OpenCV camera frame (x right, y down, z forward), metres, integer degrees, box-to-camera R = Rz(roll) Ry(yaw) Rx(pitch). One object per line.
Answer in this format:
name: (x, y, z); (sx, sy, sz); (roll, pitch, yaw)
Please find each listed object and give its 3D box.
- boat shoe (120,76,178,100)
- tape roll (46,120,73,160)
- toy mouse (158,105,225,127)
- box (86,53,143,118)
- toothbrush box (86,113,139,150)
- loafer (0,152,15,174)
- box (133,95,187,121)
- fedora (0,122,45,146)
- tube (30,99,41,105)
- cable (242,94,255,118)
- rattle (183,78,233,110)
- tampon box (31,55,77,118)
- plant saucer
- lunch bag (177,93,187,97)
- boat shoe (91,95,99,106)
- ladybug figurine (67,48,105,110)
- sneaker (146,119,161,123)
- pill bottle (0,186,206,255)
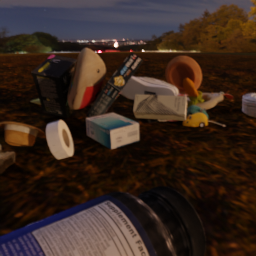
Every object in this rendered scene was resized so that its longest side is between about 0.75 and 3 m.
boat shoe: (0.803, -1.706, 12.329); (2.828, 1.040, 0.924); (20, 32, 14)
tape roll: (-1.999, 0.356, 8.240); (0.392, 1.120, 1.120); (-15, 19, 4)
toy mouse: (2.507, -0.629, 12.190); (2.658, 0.514, 2.363); (-2, 19, -4)
box: (-0.553, -1.473, 10.653); (0.564, 2.450, 1.948); (36, 52, -6)
toothbrush box: (-0.569, 0.053, 9.770); (1.204, 0.701, 1.644); (-15, 25, -34)
loafer: (-3.600, 0.975, 7.759); (0.419, 0.464, 1.226); (1, 10, 8)
box: (1.278, -0.812, 11.174); (2.049, 0.842, 0.701); (2, -20, 13)
fedora: (-3.361, 0.255, 8.725); (1.450, 0.592, 1.450); (7, -15, 2)
tube: (-4.386, -1.361, 14.502); (1.735, 0.451, 0.504); (12, -16, 44)
cable: (6.520, -1.019, 12.827); (2.480, 0.859, 2.480); (-3, 19, -4)
rattle: (3.866, -1.873, 13.608); (2.444, 1.746, 1.591); (-17, 10, -4)
tampon box: (-2.966, -1.796, 12.087); (1.317, 2.087, 1.564); (13, 44, 15)
plant saucer: (2.586, -2.484, 13.464); (1.880, 1.880, 0.352); (13, 30, 33)
lunch bag: (2.630, -1.702, 15.365); (0.975, 0.454, 1.107); (13, 23, 32)
boat shoe: (-1.875, -1.558, 14.604); (1.901, 0.682, 0.720); (2, 19, 7)
ladybug figurine: (-1.604, -1.730, 10.667); (1.049, 1.980, 2.917); (12, -27, -17)
sneaker: (0.825, -0.561, 12.009); (1.332, 0.509, 0.763); (19, 20, 32)
pill bottle: (-0.462, 1.799, 3.480); (2.975, 1.664, 1.664); (-14, 23, -36)
